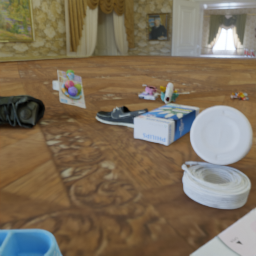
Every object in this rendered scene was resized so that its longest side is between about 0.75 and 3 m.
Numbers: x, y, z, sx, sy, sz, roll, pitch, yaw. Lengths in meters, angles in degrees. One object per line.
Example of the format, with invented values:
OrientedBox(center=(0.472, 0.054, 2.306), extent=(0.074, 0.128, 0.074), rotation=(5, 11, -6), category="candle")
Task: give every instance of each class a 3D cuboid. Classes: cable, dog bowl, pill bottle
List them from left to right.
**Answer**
OrientedBox(center=(-1.460, 1.530, 3.304), extent=(1.347, 0.334, 0.751), rotation=(0, 17, -2), category="dog bowl")
OrientedBox(center=(1.522, 0.994, 4.897), extent=(1.125, 0.390, 1.125), rotation=(3, 18, 4), category="cable")
OrientedBox(center=(1.959, 0.200, 5.704), extent=(1.053, 1.053, 1.895), rotation=(8, -2, 24), category="pill bottle")

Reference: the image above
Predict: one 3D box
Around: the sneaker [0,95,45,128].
OrientedBox(center=(-3.771, -0.500, 8.469), extent=(2.736, 1.046, 1.567), rotation=(-9, 12, -41), category="sneaker")

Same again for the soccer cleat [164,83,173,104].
OrientedBox(center=(1.629, -1.358, 11.062), extent=(0.288, 0.825, 0.356), rotation=(11, 7, 3), category="soccer cleat")

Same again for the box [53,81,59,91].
OrientedBox(center=(-3.532, -2.221, 14.847), extent=(1.135, 0.466, 0.388), rotation=(18, 25, 42), category="box")

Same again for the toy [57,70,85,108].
OrientedBox(center=(-1.941, -1.464, 9.788), extent=(0.927, 0.380, 1.610), rotation=(12, 43, -31), category="toy")

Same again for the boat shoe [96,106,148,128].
OrientedBox(center=(-0.200, -0.421, 8.968), extent=(1.855, 0.627, 0.666), rotation=(7, 20, 27), category="boat shoe")

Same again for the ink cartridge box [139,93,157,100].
OrientedBox(center=(0.963, -1.487, 13.013), extent=(0.753, 0.165, 0.760), rotation=(7, 21, 20), category="ink cartridge box")

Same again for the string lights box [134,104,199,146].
OrientedBox(center=(1.163, -0.157, 8.098), extent=(1.062, 0.610, 2.067), rotation=(12, 21, 32), category="string lights box")

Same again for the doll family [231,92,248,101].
OrientedBox(center=(5.002, -1.488, 12.670), extent=(0.522, 0.379, 0.840), rotation=(-7, 19, -20), category="doll family")

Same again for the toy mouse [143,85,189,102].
OrientedBox(center=(1.436, -1.497, 12.407), extent=(2.132, 0.413, 1.895), rotation=(18, 22, 20), category="toy mouse")

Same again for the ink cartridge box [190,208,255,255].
OrientedBox(center=(1.743, 1.684, 2.563), extent=(1.750, 0.614, 2.153), rotation=(-13, 18, -37), category="ink cartridge box")
